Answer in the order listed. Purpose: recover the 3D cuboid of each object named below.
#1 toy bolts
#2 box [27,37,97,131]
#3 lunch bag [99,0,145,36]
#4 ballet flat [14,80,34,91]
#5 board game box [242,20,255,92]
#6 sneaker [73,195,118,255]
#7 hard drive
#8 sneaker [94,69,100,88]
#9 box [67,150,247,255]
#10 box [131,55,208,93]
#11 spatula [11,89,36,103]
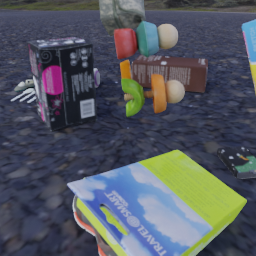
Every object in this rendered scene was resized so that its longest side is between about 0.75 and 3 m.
[{"bbox_3d":[0.406,-1.229,5.403,1.131,1.631,1.558,-8,29,2],"label":"toy bolts"},{"bbox_3d":[-1.668,-1.192,7.266,1.364,2.064,1.184,-16,31,-28],"label":"box"},{"bbox_3d":[-0.158,-4.056,9.196,1.393,1.661,1.157,-8,-19,12],"label":"lunch bag"},{"bbox_3d":[-3.650,-1.541,9.944,0.296,0.280,0.878,22,34,36],"label":"ballet flat"},{"bbox_3d":[2.815,-1.074,4.749,1.361,1.778,0.359,-13,6,22],"label":"board game box"},{"bbox_3d":[-0.372,1.255,4.063,0.571,0.607,1.481,-16,31,-29],"label":"sneaker"},{"bbox_3d":[2.287,0.683,5.678,0.629,0.170,0.900,-4,27,-9],"label":"hard drive"},{"bbox_3d":[-1.545,-1.630,9.666,0.918,0.690,1.843,6,28,13],"label":"sneaker"},{"bbox_3d":[0.452,1.043,3.755,2.317,0.552,1.413,-10,39,-46],"label":"box"},{"bbox_3d":[1.511,-1.995,10.123,2.592,0.971,1.298,8,28,12],"label":"box"},{"bbox_3d":[-3.231,-1.106,9.298,0.831,0.096,1.195,8,28,13],"label":"spatula"}]
